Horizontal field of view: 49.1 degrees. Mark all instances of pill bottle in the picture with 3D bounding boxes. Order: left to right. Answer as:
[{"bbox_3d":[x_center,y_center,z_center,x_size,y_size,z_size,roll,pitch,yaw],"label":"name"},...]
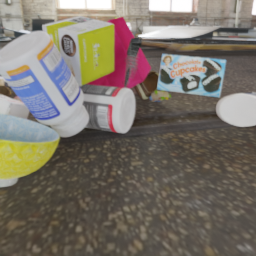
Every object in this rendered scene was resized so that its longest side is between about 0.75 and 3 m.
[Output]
[{"bbox_3d":[-1.899,-0.919,6.697,1.339,2.390,1.339,-15,41,13],"label":"pill bottle"},{"bbox_3d":[-1.109,-0.649,8.600,2.422,1.341,1.341,9,23,21],"label":"pill bottle"}]

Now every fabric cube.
[{"bbox_3d":[-0.778,-2.570,10.820,2.351,2.343,2.306,-25,17,22],"label":"fabric cube"}]

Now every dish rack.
[{"bbox_3d":[0.098,-1.812,8.003,0.357,1.308,1.003,7,-11,-6],"label":"dish rack"}]

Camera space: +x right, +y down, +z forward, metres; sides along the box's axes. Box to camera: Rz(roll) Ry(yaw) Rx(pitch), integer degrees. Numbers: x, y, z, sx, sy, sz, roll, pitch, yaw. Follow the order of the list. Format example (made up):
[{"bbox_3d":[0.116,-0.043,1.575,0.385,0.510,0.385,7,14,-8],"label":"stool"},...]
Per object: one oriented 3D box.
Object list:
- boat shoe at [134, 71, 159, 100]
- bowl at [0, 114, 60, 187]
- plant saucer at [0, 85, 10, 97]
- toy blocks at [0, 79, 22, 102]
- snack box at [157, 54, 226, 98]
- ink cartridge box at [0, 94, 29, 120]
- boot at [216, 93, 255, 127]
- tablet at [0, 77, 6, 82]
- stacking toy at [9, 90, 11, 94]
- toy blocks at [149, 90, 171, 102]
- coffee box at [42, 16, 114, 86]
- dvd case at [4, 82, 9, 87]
[{"bbox_3d":[0.893,-1.960,11.764,1.028,1.026,2.778,-28,12,16],"label":"boat shoe"},{"bbox_3d":[-2.587,0.488,5.665,2.152,1.158,2.152,15,9,-3],"label":"bowl"},{"bbox_3d":[-4.219,-1.225,9.068,0.773,0.773,0.114,0,57,0],"label":"plant saucer"},{"bbox_3d":[-4.154,-0.920,9.220,1.329,1.423,1.197,-4,13,-12],"label":"toy blocks"},{"bbox_3d":[2.242,-1.875,10.068,2.236,1.299,0.415,10,7,18],"label":"snack box"},{"bbox_3d":[-3.781,-0.621,7.802,1.654,0.701,1.204,22,3,5],"label":"ink cartridge box"},{"bbox_3d":[3.983,-0.671,9.368,2.893,1.052,1.307,2,13,-17],"label":"boot"},{"bbox_3d":[-7.369,-2.313,14.050,2.728,0.186,1.775,4,26,19],"label":"tablet"},{"bbox_3d":[-6.065,-1.434,11.978,1.587,0.373,1.197,3,20,12],"label":"stacking toy"},{"bbox_3d":[1.157,-1.225,11.017,0.895,0.447,0.612,-2,-13,-44],"label":"toy blocks"},{"bbox_3d":[-1.348,-2.209,7.908,1.397,1.411,1.413,24,40,30],"label":"coffee box"},{"bbox_3d":[-6.023,-2.313,14.366,1.421,0.176,1.068,-12,25,-25],"label":"dvd case"}]
